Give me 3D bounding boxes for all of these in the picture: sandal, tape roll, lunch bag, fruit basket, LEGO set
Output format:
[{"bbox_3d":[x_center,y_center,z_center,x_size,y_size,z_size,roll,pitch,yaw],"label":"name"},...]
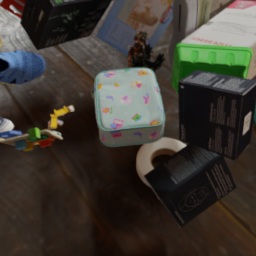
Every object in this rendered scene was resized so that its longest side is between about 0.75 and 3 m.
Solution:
[{"bbox_3d":[-3.343,-1.606,7.482,2.516,1.000,1.095,-17,18,-41],"label":"sandal"},{"bbox_3d":[1.159,1.097,8.637,1.840,0.336,1.840,0,49,-1],"label":"tape roll"},{"bbox_3d":[-0.029,-0.397,4.907,1.202,0.577,1.498,-8,51,0],"label":"lunch bag"},{"bbox_3d":[1.811,-1.249,6.266,1.731,1.249,1.731,0,30,0],"label":"fruit basket"},{"bbox_3d":[-1.467,-0.165,5.873,0.381,0.308,0.829,31,54,-15],"label":"LEGO set"}]

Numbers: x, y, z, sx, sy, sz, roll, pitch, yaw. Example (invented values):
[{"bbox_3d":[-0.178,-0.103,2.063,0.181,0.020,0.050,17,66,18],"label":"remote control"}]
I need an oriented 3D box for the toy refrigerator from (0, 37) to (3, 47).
[{"bbox_3d":[-6.268,-3.634,12.551,0.499,0.542,1.427,15,51,13],"label":"toy refrigerator"}]

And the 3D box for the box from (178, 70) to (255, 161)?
[{"bbox_3d":[1.469,-0.245,4.717,1.094,1.201,0.625,21,40,37],"label":"box"}]

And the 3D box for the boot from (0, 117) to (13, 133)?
[{"bbox_3d":[-2.939,-0.156,5.419,1.536,0.694,0.559,-1,40,31],"label":"boot"}]

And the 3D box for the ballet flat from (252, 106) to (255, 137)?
[{"bbox_3d":[2.997,0.063,5.973,2.245,0.812,0.761,37,82,-19],"label":"ballet flat"}]

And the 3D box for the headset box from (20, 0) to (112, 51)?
[{"bbox_3d":[-2.097,-3.852,9.173,2.548,2.218,1.182,-31,87,-35],"label":"headset box"}]

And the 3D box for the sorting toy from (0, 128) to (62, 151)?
[{"bbox_3d":[-1.422,0.214,4.176,0.764,1.357,0.185,-9,81,-1],"label":"sorting toy"}]

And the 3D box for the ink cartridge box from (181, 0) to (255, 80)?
[{"bbox_3d":[2.861,-2.271,7.341,2.440,1.010,1.787,-39,44,-17],"label":"ink cartridge box"}]

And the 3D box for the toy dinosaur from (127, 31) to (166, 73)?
[{"bbox_3d":[0.337,-1.736,7.145,0.743,1.454,0.987,-13,16,-43],"label":"toy dinosaur"}]

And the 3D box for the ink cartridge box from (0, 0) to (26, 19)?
[{"bbox_3d":[-3.109,-4.652,9.469,2.357,1.284,0.593,-47,66,13],"label":"ink cartridge box"}]

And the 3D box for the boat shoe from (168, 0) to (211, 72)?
[{"bbox_3d":[1.849,-2.588,8.267,0.924,2.978,1.072,-21,55,-12],"label":"boat shoe"}]

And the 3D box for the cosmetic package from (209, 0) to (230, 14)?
[{"bbox_3d":[3.227,-4.790,9.342,1.901,1.073,0.771,-30,74,7],"label":"cosmetic package"}]

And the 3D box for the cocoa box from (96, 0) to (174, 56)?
[{"bbox_3d":[0.455,-3.880,9.242,1.856,2.784,1.827,29,25,-13],"label":"cocoa box"}]

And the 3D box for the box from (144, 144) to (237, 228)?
[{"bbox_3d":[1.386,1.195,6.224,1.604,1.191,0.859,-35,34,-3],"label":"box"}]
